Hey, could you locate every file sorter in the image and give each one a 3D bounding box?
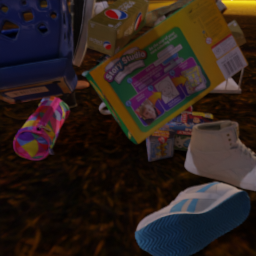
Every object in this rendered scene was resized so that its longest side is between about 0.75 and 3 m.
[{"bbox_3d":[3.924,-2.676,13.223,2.518,1.568,1.747,1,28,4],"label":"file sorter"}]

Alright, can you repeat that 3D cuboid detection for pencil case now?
[{"bbox_3d":[-2.618,-0.074,8.785,1.178,1.178,2.665,0,28,0],"label":"pencil case"}]

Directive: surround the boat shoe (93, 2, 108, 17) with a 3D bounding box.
[{"bbox_3d":[-1.287,-4.870,11.692,0.591,0.666,1.809,-17,23,-17],"label":"boat shoe"}]

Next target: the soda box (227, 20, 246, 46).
[{"bbox_3d":[2.801,-2.644,9.223,1.904,0.609,0.645,-29,-23,23],"label":"soda box"}]

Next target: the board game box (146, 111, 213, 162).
[{"bbox_3d":[1.420,0.221,8.664,2.297,0.708,2.296,7,30,12],"label":"board game box"}]

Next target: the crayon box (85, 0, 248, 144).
[{"bbox_3d":[0.750,-1.166,5.568,2.779,1.650,0.809,-35,14,-4],"label":"crayon box"}]

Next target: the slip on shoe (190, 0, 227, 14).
[{"bbox_3d":[1.999,-3.022,7.296,0.728,0.914,2.405,44,26,0],"label":"slip on shoe"}]

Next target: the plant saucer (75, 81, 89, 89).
[{"bbox_3d":[-2.385,-2.118,13.669,0.940,0.152,0.940,0,29,0],"label":"plant saucer"}]

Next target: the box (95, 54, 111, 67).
[{"bbox_3d":[-0.055,-2.122,10.009,1.856,0.427,1.475,26,40,6],"label":"box"}]

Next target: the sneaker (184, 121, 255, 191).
[{"bbox_3d":[2.821,0.627,7.073,2.612,1.509,0.962,10,28,14],"label":"sneaker"}]

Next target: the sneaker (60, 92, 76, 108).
[{"bbox_3d":[-2.645,-1.067,11.156,1.212,0.644,0.453,-23,35,-36],"label":"sneaker"}]

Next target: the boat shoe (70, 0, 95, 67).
[{"bbox_3d":[-1.760,-3.658,9.730,0.954,2.995,1.059,11,29,-9],"label":"boat shoe"}]

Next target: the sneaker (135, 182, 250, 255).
[{"bbox_3d":[1.222,1.799,5.663,2.439,0.933,0.985,-13,11,-21],"label":"sneaker"}]

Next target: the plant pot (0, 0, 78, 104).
[{"bbox_3d":[-2.832,-2.127,7.734,2.748,2.470,2.748,-11,-2,-6],"label":"plant pot"}]

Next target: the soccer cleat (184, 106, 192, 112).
[{"bbox_3d":[1.731,-1.001,11.049,1.823,0.637,0.787,17,29,28],"label":"soccer cleat"}]

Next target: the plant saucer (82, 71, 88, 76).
[{"bbox_3d":[-2.154,-2.987,15.313,0.771,0.148,0.771,0,27,0],"label":"plant saucer"}]

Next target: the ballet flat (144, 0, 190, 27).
[{"bbox_3d":[1.548,-3.992,9.899,2.232,0.789,0.789,-19,24,17],"label":"ballet flat"}]

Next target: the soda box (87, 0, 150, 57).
[{"bbox_3d":[-0.136,-1.860,4.944,0.514,0.486,1.518,22,45,11],"label":"soda box"}]

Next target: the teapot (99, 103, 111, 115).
[{"bbox_3d":[-0.027,-0.818,6.746,0.924,1.265,1.249,4,11,-43],"label":"teapot"}]
